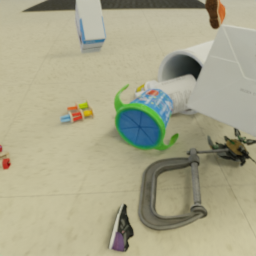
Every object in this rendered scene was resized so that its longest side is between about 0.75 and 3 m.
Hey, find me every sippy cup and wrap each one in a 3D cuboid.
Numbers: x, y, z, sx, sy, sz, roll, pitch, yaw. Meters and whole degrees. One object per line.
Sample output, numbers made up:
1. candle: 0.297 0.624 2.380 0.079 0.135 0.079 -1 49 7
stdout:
1. sippy cup: 0.681 -0.427 9.424 1.783 2.271 1.664 4 38 32

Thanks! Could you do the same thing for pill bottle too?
1. pill bottle: 1.502 -1.151 10.866 2.281 1.304 1.304 -16 36 -1
2. pill bottle: 0.813 -1.608 11.844 0.599 0.599 1.048 -28 5 -34

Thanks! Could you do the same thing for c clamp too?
1. c clamp: 1.485 1.500 7.576 2.453 0.389 2.872 -5 36 19

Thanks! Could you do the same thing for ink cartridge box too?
1. ink cartridge box: -1.059 -2.719 7.630 0.606 1.050 1.448 -12 4 -11

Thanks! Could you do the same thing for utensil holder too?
1. utensil holder: 3.128 -2.219 11.536 2.960 2.515 2.515 -26 43 -35

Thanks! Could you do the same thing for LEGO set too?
1. LEGO set: 3.694 0.829 8.927 2.542 0.720 1.651 27 43 14

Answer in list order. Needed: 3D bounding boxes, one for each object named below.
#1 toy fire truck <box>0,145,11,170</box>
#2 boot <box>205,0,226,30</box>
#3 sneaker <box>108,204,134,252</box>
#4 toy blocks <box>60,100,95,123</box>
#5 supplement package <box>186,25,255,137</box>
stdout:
1. toy fire truck: -4.110 0.897 8.970 0.775 0.268 1.099 -4 34 -7
2. boot: 3.666 -4.984 11.577 0.578 1.541 0.826 23 60 41
3. sneaker: -0.093 2.415 6.743 0.522 0.451 1.192 14 43 3
4. toy blocks: -2.084 -0.619 10.963 1.303 0.473 1.086 -14 38 -19
5. supplement package: 3.369 -0.695 6.290 2.734 2.010 2.614 10 16 -47
